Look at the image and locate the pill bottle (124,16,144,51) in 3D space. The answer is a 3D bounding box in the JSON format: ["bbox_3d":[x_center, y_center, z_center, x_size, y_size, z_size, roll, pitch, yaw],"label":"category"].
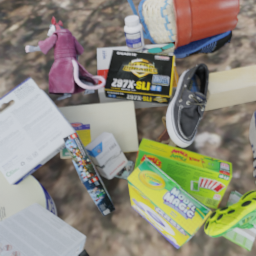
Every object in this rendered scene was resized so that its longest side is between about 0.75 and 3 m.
[{"bbox_3d":[0.184,-3.105,9.166,0.590,0.986,0.590,-6,44,6],"label":"pill bottle"}]

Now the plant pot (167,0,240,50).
[{"bbox_3d":[2.426,-3.920,9.431,2.111,2.170,2.170,-10,59,3],"label":"plant pot"}]

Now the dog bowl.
[{"bbox_3d":[-3.206,2.359,7.052,2.616,1.030,2.616,0,58,0],"label":"dog bowl"}]

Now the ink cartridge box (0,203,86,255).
[{"bbox_3d":[-1.968,2.329,5.398,1.495,0.441,1.868,25,23,22],"label":"ink cartridge box"}]

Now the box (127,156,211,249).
[{"bbox_3d":[0.824,1.777,6.318,1.682,2.867,0.694,38,68,22],"label":"box"}]

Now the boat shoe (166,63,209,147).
[{"bbox_3d":[1.846,-0.765,7.946,0.964,0.914,2.758,30,55,-12],"label":"boat shoe"}]

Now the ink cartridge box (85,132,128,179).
[{"bbox_3d":[-0.595,0.770,7.775,0.767,1.061,0.447,-40,27,-25],"label":"ink cartridge box"}]

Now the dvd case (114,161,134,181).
[{"bbox_3d":[-0.284,1.192,8.320,0.827,0.091,0.603,14,59,8],"label":"dvd case"}]

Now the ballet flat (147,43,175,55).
[{"bbox_3d":[1.088,-2.503,9.231,1.001,0.312,0.338,-17,52,-11],"label":"ballet flat"}]

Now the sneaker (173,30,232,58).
[{"bbox_3d":[2.812,-3.104,10.615,2.320,0.904,0.814,-20,59,12],"label":"sneaker"}]

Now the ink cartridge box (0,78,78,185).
[{"bbox_3d":[-2.674,0.053,7.194,2.035,0.414,2.039,-38,79,-8],"label":"ink cartridge box"}]

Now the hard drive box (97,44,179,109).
[{"bbox_3d":[0.286,-1.738,9.571,2.595,0.997,2.023,-5,60,-2],"label":"hard drive box"}]

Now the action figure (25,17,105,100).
[{"bbox_3d":[-1.813,-1.996,7.836,1.542,1.714,2.301,-15,95,-34],"label":"action figure"}]

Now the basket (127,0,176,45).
[{"bbox_3d":[0.998,-3.869,9.781,2.129,1.877,1.481,20,63,38],"label":"basket"}]

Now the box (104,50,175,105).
[{"bbox_3d":[0.366,-1.591,8.614,1.994,0.492,1.593,7,64,5],"label":"box"}]

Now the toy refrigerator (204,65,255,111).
[{"bbox_3d":[3.681,-1.417,9.402,2.566,0.974,0.898,-11,59,-6],"label":"toy refrigerator"}]

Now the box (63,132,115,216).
[{"bbox_3d":[-0.947,1.214,7.060,0.379,2.009,1.372,-26,53,-9],"label":"box"}]

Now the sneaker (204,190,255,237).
[{"bbox_3d":[2.782,2.271,6.964,1.876,0.695,0.784,-23,103,-15],"label":"sneaker"}]

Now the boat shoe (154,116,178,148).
[{"bbox_3d":[1.462,-0.178,8.735,0.856,0.858,2.377,26,67,14],"label":"boat shoe"}]

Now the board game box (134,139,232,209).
[{"bbox_3d":[1.390,1.229,7.571,2.403,1.221,0.572,15,33,9],"label":"board game box"}]

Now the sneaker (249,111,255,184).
[{"bbox_3d":[4.558,0.570,8.226,1.564,1.094,2.708,9,66,1],"label":"sneaker"}]

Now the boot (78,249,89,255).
[{"bbox_3d":[-0.794,3.298,6.751,0.924,0.303,0.761,40,46,13],"label":"boot"}]

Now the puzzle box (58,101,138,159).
[{"bbox_3d":[-0.927,0.050,8.558,2.366,0.301,1.574,-5,81,-3],"label":"puzzle box"}]

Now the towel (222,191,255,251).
[{"bbox_3d":[3.020,2.440,7.464,0.963,0.198,1.291,27,63,13],"label":"towel"}]
